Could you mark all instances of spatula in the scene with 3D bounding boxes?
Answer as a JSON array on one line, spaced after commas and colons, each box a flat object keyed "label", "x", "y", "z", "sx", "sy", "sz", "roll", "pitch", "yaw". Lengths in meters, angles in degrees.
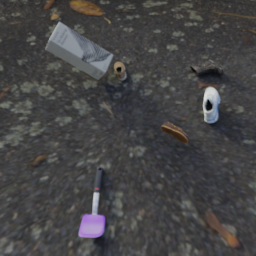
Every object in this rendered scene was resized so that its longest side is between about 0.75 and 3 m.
[{"label": "spatula", "x": -0.943, "y": 2.108, "z": 8.275, "sx": 0.666, "sy": 0.242, "sz": 2.355, "roll": 3, "pitch": 48, "yaw": 1}]

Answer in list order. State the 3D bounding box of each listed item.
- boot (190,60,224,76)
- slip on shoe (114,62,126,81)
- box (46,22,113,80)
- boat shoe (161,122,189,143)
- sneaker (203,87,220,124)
[{"label": "boot", "x": 3.474, "y": -2.528, "z": 12.393, "sx": 1.092, "sy": 0.434, "sz": 1.255, "roll": -22, "pitch": 43, "yaw": -16}, {"label": "slip on shoe", "x": -0.390, "y": -2.581, "z": 12.342, "sx": 0.459, "sy": 0.366, "sz": 1.208, "roll": -23, "pitch": 48, "yaw": 11}, {"label": "box", "x": -1.988, "y": -3.118, "z": 11.552, "sx": 2.514, "sy": 0.859, "sz": 1.033, "roll": 27, "pitch": 68, "yaw": -19}, {"label": "boat shoe", "x": 1.652, "y": 0.121, "z": 9.535, "sx": 1.081, "sy": 0.380, "sz": 0.380, "roll": 34, "pitch": 54, "yaw": 25}, {"label": "sneaker", "x": 3.113, "y": -0.998, "z": 10.562, "sx": 0.601, "sy": 0.695, "sz": 1.603, "roll": -8, "pitch": 52, "yaw": 24}]
